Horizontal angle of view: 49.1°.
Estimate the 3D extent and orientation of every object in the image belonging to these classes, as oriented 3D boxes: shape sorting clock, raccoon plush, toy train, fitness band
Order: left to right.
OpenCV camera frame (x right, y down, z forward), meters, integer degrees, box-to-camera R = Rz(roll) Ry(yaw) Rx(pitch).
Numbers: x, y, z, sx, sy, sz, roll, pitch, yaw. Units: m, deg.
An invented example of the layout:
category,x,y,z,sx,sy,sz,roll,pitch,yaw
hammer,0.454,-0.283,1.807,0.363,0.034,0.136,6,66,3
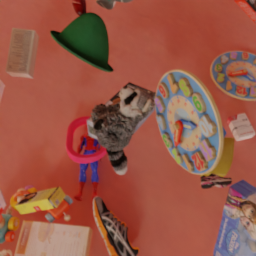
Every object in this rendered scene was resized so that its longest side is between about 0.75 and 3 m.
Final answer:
category,x,y,z,sx,sy,sz,roll,pitch,yaw
toy train,-2.778,2.370,7.524,1.776,0.658,2.365,32,60,33
fitness band,-1.243,0.330,8.792,1.368,0.357,1.905,-4,43,-3
raccoon plush,0.083,0.017,5.572,1.235,1.843,0.892,-15,43,8
shape sorting clock,1.233,-0.098,6.323,0.477,2.430,2.430,-20,63,-22
shape sorting clock,4.215,-1.974,10.230,2.384,0.468,2.384,0,62,0

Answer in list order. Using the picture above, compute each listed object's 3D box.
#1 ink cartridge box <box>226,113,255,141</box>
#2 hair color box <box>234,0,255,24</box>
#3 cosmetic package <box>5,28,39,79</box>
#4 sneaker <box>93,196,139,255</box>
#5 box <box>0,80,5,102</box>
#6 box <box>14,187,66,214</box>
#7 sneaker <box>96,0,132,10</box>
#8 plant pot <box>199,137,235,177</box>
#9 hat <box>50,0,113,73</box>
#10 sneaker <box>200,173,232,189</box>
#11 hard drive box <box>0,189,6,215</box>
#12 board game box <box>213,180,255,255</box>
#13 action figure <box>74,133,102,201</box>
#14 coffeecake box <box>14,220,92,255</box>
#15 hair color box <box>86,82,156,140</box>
category,x,y,z,sx,sy,sz,roll,pitch,yaw
ink cartridge box,3.722,-0.019,9.266,0.594,0.335,0.809,-12,63,-6
hair color box,3.062,-3.026,6.812,0.304,0.991,0.503,26,91,58
cosmetic package,-3.001,-2.115,7.988,0.668,0.472,1.291,7,85,-1
sneaker,-0.399,2.743,7.614,0.760,0.770,1.968,-24,75,-13
box,-3.884,-0.120,6.184,1.426,1.285,2.535,8,75,-5
box,-1.974,1.631,6.253,1.146,0.287,0.431,-17,21,27
sneaker,-0.285,-3.683,7.400,1.736,0.611,0.696,19,86,55
plant pot,2.535,0.926,8.415,1.063,1.056,1.087,3,71,1
hat,-0.762,-2.788,7.179,1.882,2.272,2.000,40,107,17
sneaker,2.051,1.199,6.552,0.752,0.302,0.324,-1,48,-5
hard drive box,-2.388,1.353,4.247,0.496,1.291,1.006,23,57,-4
board game box,2.394,2.242,4.565,0.443,2.044,2.034,-16,31,-31
action figure,-1.180,0.920,8.649,0.832,0.658,2.545,-3,60,4
coffeecake box,-1.961,3.265,7.337,1.808,0.661,1.388,5,62,3
hair color box,-0.104,-0.352,7.099,0.914,0.560,1.846,25,51,23
